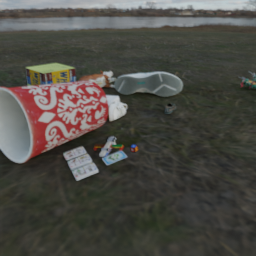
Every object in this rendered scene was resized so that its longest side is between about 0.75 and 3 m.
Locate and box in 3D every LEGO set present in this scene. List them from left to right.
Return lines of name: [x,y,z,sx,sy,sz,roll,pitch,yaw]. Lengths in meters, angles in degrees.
LEGO set: [-0.633,0.721,6.957,1.694,0.416,1.265,-21,30,-18]

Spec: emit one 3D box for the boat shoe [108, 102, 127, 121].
boat shoe: [-0.327,-0.604,9.629,0.495,0.505,1.428,4,22,10]

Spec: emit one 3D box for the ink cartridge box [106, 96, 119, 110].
ink cartridge box: [-1.431,-0.845,10.349,1.852,0.464,1.491,4,23,20]

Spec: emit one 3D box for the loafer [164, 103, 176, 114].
loafer: [1.548,-0.773,10.258,0.324,0.284,0.902,0,22,24]

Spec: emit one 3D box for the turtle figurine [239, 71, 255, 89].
turtle figurine: [5.747,-2.085,12.923,1.269,0.639,0.950,31,50,25]

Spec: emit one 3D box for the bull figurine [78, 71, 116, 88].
bull figurine: [-1.271,-2.145,12.941,1.324,0.710,2.182,18,29,35]

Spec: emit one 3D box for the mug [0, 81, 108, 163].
mug: [-2.210,-0.468,7.759,2.446,1.838,2.755,19,27,34]

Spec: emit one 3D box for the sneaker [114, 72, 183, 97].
sneaker: [0.935,-2.015,12.285,2.909,1.023,1.166,5,21,13]

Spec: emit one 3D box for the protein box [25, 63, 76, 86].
protein box: [-3.407,-2.140,12.447,1.585,1.077,1.596,-21,31,-40]
